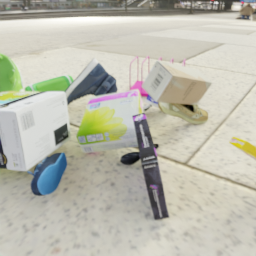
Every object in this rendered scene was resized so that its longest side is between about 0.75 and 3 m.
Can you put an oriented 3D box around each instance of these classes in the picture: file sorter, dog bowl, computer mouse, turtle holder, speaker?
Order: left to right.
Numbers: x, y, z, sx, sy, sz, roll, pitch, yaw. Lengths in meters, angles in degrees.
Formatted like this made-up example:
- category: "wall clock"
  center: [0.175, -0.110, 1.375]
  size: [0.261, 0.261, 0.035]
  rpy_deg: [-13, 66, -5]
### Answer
- category: "turtle holder"
  center: [-5.132, -1.746, 11.527]
  size: [2.693, 1.912, 2.046]
  rpy_deg: [35, 80, 6]
- category: "speaker"
  center: [-3.764, -1.878, 13.615]
  size: [2.265, 1.002, 1.002]
  rpy_deg: [-23, 35, -29]
- category: "computer mouse"
  center: [0.438, 0.892, 9.349]
  size: [1.798, 0.306, 0.527]
  rpy_deg: [-18, 13, -40]
- category: "file sorter"
  center: [1.540, -2.706, 14.581]
  size: [2.758, 1.730, 1.917]
  rpy_deg: [7, 29, 14]
- category: "dog bowl"
  center: [1.430, -1.177, 12.369]
  size: [1.261, 0.497, 1.261]
  rpy_deg: [18, 12, -4]

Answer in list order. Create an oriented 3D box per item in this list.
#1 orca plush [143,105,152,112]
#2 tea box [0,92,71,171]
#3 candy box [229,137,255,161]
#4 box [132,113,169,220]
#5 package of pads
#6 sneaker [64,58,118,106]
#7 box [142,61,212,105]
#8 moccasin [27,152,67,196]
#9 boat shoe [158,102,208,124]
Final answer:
- category: "orca plush"
  center: [0.587, -0.829, 12.295]
  size: [0.928, 0.330, 0.488]
  rpy_deg: [-29, 69, -15]
- category: "tea box"
  center: [-3.605, -0.060, 8.768]
  size: [2.582, 1.753, 2.624]
  rpy_deg: [2, 18, 17]
- category: "candy box"
  center: [3.840, 0.958, 7.609]
  size: [2.139, 0.282, 1.093]
  rpy_deg: [33, 3, 0]
- category: "box"
  center: [0.568, 0.922, 7.559]
  size: [0.453, 1.795, 2.511]
  rpy_deg: [-13, 28, 1]
- category: "package of pads"
  center: [-0.504, -0.298, 10.220]
  size: [2.181, 0.963, 2.823]
  rpy_deg: [-8, 34, 8]
- category: "sneaker"
  center: [-1.721, -1.449, 12.708]
  size: [2.801, 2.024, 1.065]
  rpy_deg: [-47, 14, 2]
- category: "box"
  center: [1.822, -1.579, 10.192]
  size: [2.440, 1.159, 0.949]
  rpy_deg: [-2, 43, -42]
- category: "moccasin"
  center: [-2.342, 1.356, 8.013]
  size: [0.714, 0.843, 2.094]
  rpy_deg: [-8, 12, 7]
- category: "boat shoe"
  center: [2.364, -0.799, 11.297]
  size: [2.344, 0.737, 0.855]
  rpy_deg: [16, 38, -18]
